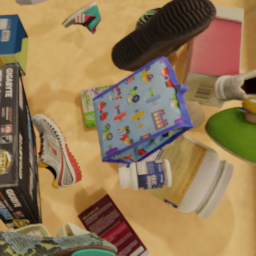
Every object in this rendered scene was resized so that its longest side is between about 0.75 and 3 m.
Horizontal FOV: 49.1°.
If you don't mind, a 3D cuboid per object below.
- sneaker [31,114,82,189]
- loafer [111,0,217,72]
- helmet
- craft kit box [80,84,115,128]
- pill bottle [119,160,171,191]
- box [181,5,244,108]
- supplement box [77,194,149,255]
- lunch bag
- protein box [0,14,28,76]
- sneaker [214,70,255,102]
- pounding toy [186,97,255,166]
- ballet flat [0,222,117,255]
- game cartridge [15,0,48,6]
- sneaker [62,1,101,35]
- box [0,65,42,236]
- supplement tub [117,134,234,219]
[{"bbox_3d":[-1.817,0.532,6.565,0.783,0.742,1.907,-25,83,-26],"label":"sneaker"},{"bbox_3d":[0.836,-2.228,6.832,2.655,0.942,0.969,-26,78,12],"label":"loafer"},{"bbox_3d":[1.075,-3.537,10.334,1.694,1.777,1.777,20,65,36],"label":"helmet"},{"bbox_3d":[-0.893,-0.798,9.873,1.403,0.345,1.421,-12,66,-2],"label":"craft kit box"},{"bbox_3d":[0.270,0.779,4.572,0.813,0.451,0.451,-6,66,0],"label":"pill bottle"},{"bbox_3d":[2.856,-2.483,9.740,1.603,1.881,2.942,10,67,5],"label":"box"},{"bbox_3d":[-0.434,3.039,8.000,1.094,0.612,2.010,-34,71,-13],"label":"supplement box"},{"bbox_3d":[0.328,-0.367,5.996,1.026,2.181,1.642,13,55,-42],"label":"lunch bag"},{"bbox_3d":[-4.852,-2.975,10.289,1.897,1.280,1.883,-4,66,-2],"label":"protein box"},{"bbox_3d":[3.176,-1.017,6.748,2.010,0.887,0.818,-15,102,-11],"label":"sneaker"},{"bbox_3d":[2.741,-0.305,6.441,2.830,1.313,2.184,26,27,17],"label":"pounding toy"},{"bbox_3d":[-1.260,2.072,4.930,0.941,2.536,0.941,-16,66,40],"label":"ballet flat"},{"bbox_3d":[-2.373,-3.737,7.863,0.890,0.278,1.336,12,41,38],"label":"game cartridge"},{"bbox_3d":[-1.340,-3.188,8.570,1.321,0.797,0.552,-20,24,29],"label":"sneaker"},{"bbox_3d":[-2.451,0.617,6.150,0.707,2.823,2.844,-6,55,-14],"label":"box"},{"bbox_3d":[1.325,1.142,8.054,2.803,2.024,2.024,28,69,12],"label":"supplement tub"}]
